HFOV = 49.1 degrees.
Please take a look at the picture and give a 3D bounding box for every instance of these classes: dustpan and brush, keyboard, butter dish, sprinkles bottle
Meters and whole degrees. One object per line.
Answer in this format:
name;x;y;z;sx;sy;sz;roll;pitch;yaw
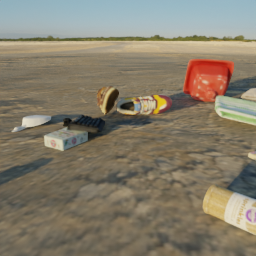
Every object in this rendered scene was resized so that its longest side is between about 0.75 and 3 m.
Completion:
dustpan and brush;-3.042;-0.133;8.552;0.839;0.344;1.202;4;11;30
keyboard;-1.302;-0.162;8.011;1.201;0.257;2.001;4;7;-2
butter dish;3.348;-1.753;11.646;1.874;1.869;1.385;5;47;4
sprinkles bottle;1.804;1.262;3.973;1.420;0.485;0.485;16;24;41

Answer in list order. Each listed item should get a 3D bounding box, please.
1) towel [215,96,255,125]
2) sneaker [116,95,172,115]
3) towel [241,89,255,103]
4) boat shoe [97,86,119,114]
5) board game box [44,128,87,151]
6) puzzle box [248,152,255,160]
towel;3.896;-0.611;9.314;1.947;0.299;2.553;13;21;15
sneaker;0.552;-0.747;9.682;1.917;0.719;0.864;-6;12;10
towel;5.821;-1.360;12.008;1.503;0.391;2.268;12;22;30
boat shoe;-0.775;-0.993;9.176;0.649;0.647;1.798;-47;-3;-13
board game box;-1.607;0.262;7.292;0.667;0.290;0.903;11;20;32
puzzle box;3.286;0.650;6.405;0.851;0.108;0.566;-8;19;-22
